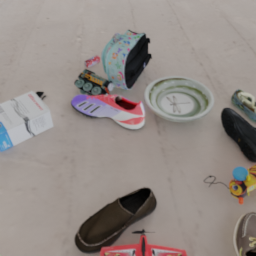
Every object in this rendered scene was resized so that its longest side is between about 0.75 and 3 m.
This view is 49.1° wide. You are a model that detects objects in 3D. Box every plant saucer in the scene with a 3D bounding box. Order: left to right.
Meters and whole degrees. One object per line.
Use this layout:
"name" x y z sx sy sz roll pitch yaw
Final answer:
"plant saucer" 1.898 -0.992 10.734 2.617 0.657 2.617 0 46 0

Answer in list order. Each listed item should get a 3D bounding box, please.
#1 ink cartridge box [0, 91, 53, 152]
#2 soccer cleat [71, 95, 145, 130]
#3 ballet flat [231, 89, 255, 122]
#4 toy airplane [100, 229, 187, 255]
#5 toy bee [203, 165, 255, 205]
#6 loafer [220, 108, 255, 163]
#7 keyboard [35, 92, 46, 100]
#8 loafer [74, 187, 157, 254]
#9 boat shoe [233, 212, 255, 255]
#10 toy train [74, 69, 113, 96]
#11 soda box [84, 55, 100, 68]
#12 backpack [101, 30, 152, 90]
"ink cartridge box" -3.906 -0.285 9.888 2.008 0.841 1.457 -29 51 -26
"soccer cleat" -0.776 -0.860 10.283 2.969 1.087 1.013 18 47 17
"ballet flat" 4.709 -0.799 10.538 0.737 0.737 1.985 -27 51 -24
"toy airplane" 0.389 3.399 6.539 2.118 0.390 2.118 0 45 0
"toy bee" 3.226 1.659 7.896 1.755 1.149 0.954 -34 43 22
"loafer" 3.964 0.178 9.537 0.802 0.775 2.284 -11 51 -17
"keyboard" -3.656 -1.167 11.317 0.577 0.094 0.908 7 46 16
"loafer" -0.316 2.240 7.336 2.500 0.892 0.912 -30 52 -26
"boat shoe" 3.010 3.087 6.537 0.942 0.780 2.621 16 47 9
"toy train" -1.382 -1.724 11.265 1.670 0.712 0.952 26 74 26
"soda box" -1.678 -3.112 13.123 0.249 0.275 0.786 33 54 29
"backpack" -0.138 -2.747 11.587 1.681 1.983 2.233 13 56 17
